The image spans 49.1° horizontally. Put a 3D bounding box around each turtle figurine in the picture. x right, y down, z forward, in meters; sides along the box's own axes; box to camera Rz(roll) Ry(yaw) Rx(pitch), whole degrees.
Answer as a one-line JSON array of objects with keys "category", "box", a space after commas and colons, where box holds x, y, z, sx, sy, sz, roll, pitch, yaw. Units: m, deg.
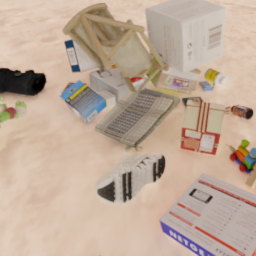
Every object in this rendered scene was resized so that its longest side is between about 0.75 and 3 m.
[{"category": "turtle figurine", "box": [-4.514, -0.703, 8.915, 2.433, 1.751, 2.359, 49, 17, 0]}]

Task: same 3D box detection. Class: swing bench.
[{"category": "swing bench", "box": [-0.405, -2.855, 10.376, 1.837, 2.816, 2.831, -48, 61, 4]}]

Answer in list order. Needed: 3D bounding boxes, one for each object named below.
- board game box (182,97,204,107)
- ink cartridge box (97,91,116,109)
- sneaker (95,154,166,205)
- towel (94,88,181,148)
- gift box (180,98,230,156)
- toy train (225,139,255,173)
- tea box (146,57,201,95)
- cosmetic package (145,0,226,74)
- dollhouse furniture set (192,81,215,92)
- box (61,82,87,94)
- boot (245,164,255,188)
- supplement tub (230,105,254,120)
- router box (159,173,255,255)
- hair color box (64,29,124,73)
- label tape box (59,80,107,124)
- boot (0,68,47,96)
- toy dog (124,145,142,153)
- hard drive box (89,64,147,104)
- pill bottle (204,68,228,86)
[{"category": "board game box", "box": [2.779, -0.894, 11.412, 0.826, 0.172, 1.221, -4, 36, -9]}, {"category": "ink cartridge box", "box": [-1.124, -1.088, 11.463, 1.031, 0.430, 0.748, -25, 39, -29]}, {"category": "sneaker", "box": [-0.039, 1.279, 7.621, 1.051, 0.974, 2.593, 15, 18, 36]}, {"category": "towel", "box": [0.249, -0.503, 9.600, 2.427, 0.419, 2.337, -45, 36, -19]}, {"category": "gift box", "box": [2.460, -0.129, 9.032, 1.375, 1.490, 1.391, 13, 53, 11]}, {"category": "toy train", "box": [3.491, 0.661, 8.659, 0.574, 0.785, 1.357, -10, 41, -18]}, {"category": "tea box", "box": [1.884, -2.491, 12.372, 1.799, 1.202, 1.770, 7, 32, -24]}, {"category": "cosmetic package", "box": [2.105, -3.587, 10.575, 1.921, 1.933, 2.310, -26, 42, -17]}, {"category": "dollhouse furniture set", "box": [3.358, -2.204, 12.822, 1.058, 0.691, 0.999, -4, 36, -8]}, {"category": "box", "box": [-2.374, -1.638, 12.386, 0.846, 0.267, 1.073, 6, 37, 8]}, {"category": "boot", "box": [4.473, 1.109, 8.128, 1.272, 0.890, 2.372, 26, 52, 29]}, {"category": "supplement tub", "box": [4.336, -0.623, 10.742, 0.462, 0.462, 0.864, -13, 21, -18]}, {"category": "router box", "box": [2.077, 2.100, 6.414, 1.848, 0.503, 2.059, -37, 37, -29]}, {"category": "hair color box", "box": [-1.344, -3.555, 12.858, 2.890, 1.445, 0.875, -24, 22, -34]}, {"category": "label tape box", "box": [-1.702, -1.004, 10.650, 1.484, 0.470, 1.070, 38, 69, 21]}, {"category": "boot", "box": [-5.155, -1.814, 11.899, 2.408, 1.094, 2.866, 10, 30, 20]}, {"category": "toy dog", "box": [0.174, 0.384, 9.377, 0.625, 0.456, 0.947, -5, 33, 12]}, {"category": "hard drive box", "box": [-0.462, -1.993, 12.427, 1.631, 0.804, 2.093, -28, 44, -32]}, {"category": "pill bottle", "box": [4.120, -2.355, 13.121, 0.589, 0.589, 1.058, -22, 42, -27]}]
